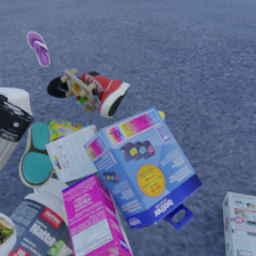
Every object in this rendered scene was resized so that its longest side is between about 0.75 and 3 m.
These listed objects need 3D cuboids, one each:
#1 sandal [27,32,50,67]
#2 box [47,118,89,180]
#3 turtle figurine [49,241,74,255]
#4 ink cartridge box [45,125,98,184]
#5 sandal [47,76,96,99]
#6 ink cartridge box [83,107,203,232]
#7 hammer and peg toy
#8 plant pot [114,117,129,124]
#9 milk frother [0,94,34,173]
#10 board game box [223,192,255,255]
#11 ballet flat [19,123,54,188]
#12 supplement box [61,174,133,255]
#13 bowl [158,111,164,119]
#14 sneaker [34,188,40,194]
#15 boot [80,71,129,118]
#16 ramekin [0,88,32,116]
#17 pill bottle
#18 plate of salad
[{"bbox_3d":[-2.971,-2.664,9.499,0.503,1.235,0.304,-33,33,-16],"label":"sandal"},{"bbox_3d":[-2.522,0.769,11.106,1.971,1.202,1.898,12,39,15],"label":"box"},{"bbox_3d":[-1.189,3.646,6.530,2.489,1.847,2.567,7,2,33],"label":"turtle figurine"},{"bbox_3d":[-1.263,0.678,6.982,1.367,1.095,0.323,-22,1,18],"label":"ink cartridge box"},{"bbox_3d":[-2.162,-1.739,11.497,2.435,0.926,0.521,-4,-3,1],"label":"sandal"},{"bbox_3d":[0.422,0.930,5.724,1.597,0.894,2.341,-25,82,-38],"label":"ink cartridge box"},{"bbox_3d":[-1.767,-1.202,10.258,1.361,1.850,0.652,40,68,18],"label":"hammer and peg toy"},{"bbox_3d":[0.280,0.980,7.489,2.106,2.106,1.836,-4,24,-5],"label":"plant pot"},{"bbox_3d":[-3.802,-0.022,7.806,1.663,1.733,1.843,33,4,-24],"label":"milk frother"},{"bbox_3d":[3.830,3.144,8.359,1.719,0.749,2.330,8,39,9],"label":"board game box"},{"bbox_3d":[-2.704,0.933,8.287,0.948,0.948,2.729,-4,36,-5],"label":"ballet flat"},{"bbox_3d":[-0.631,1.812,5.363,0.819,0.802,1.585,-28,46,3],"label":"supplement box"},{"bbox_3d":[0.696,-0.102,10.274,0.722,1.341,1.341,26,37,-8],"label":"bowl"},{"bbox_3d":[-2.383,2.266,9.372,2.152,0.952,0.797,19,40,22],"label":"sneaker"},{"bbox_3d":[-1.090,-1.295,10.111,1.796,0.901,2.489,23,29,1],"label":"boot"},{"bbox_3d":[-4.513,-0.847,10.217,1.904,0.928,1.904,6,19,-2],"label":"ramekin"},{"bbox_3d":[-2.576,2.750,7.916,1.501,1.501,2.510,16,51,20],"label":"pill bottle"},{"bbox_3d":[-2.696,2.122,5.536,0.986,0.237,0.986,26,41,-26],"label":"plate of salad"}]
